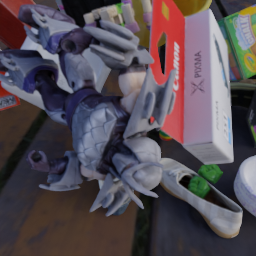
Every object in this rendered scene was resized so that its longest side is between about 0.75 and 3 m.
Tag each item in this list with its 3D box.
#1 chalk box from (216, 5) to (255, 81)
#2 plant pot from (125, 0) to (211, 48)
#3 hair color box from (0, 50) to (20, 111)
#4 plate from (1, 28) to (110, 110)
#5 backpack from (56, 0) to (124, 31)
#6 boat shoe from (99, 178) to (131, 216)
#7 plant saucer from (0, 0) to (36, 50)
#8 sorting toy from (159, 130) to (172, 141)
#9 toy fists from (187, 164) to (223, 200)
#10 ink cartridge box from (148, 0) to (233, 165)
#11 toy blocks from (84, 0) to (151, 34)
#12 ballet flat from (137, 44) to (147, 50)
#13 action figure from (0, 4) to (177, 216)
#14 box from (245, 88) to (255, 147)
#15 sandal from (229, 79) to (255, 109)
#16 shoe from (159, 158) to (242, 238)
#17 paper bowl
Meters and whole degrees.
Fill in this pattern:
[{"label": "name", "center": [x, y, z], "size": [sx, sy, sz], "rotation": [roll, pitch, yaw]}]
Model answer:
[{"label": "chalk box", "center": [2.710, -2.044, 6.887], "size": [2.359, 1.467, 1.460], "rotation": [-27, 12, -10]}, {"label": "plant pot", "center": [0.889, -3.497, 8.125], "size": [2.297, 2.161, 2.297], "rotation": [3, 75, -13]}, {"label": "hair color box", "center": [-2.785, -1.330, 5.629], "size": [0.570, 1.860, 0.944], "rotation": [-22, 22, -18]}, {"label": "plate", "center": [-1.180, -1.093, 5.308], "size": [0.282, 1.739, 1.743], "rotation": [-8, 56, 55]}, {"label": "backpack", "center": [-1.080, -4.006, 8.639], "size": [2.388, 2.861, 1.811], "rotation": [-13, 42, 7]}, {"label": "boat shoe", "center": [-0.310, 0.794, 6.713], "size": [0.991, 0.819, 2.647], "rotation": [-4, 41, -9]}, {"label": "plant saucer", "center": [-2.962, -2.650, 7.083], "size": [2.561, 2.566, 0.471], "rotation": [15, 74, 36]}, {"label": "sorting toy", "center": [1.537, -0.334, 8.479], "size": [2.267, 0.383, 1.093], "rotation": [-29, 47, -31]}, {"label": "toy fists", "center": [1.656, 1.127, 6.124], "size": [0.446, 0.301, 0.874], "rotation": [35, 77, 28]}, {"label": "ink cartridge box", "center": [1.121, -0.878, 4.588], "size": [0.559, 2.205, 2.502], "rotation": [-10, 65, 32]}, {"label": "toy blocks", "center": [-0.142, -1.985, 5.828], "size": [1.274, 1.072, 1.190], "rotation": [0, 32, 30]}, {"label": "ballet flat", "center": [0.678, -4.066, 12.780], "size": [0.933, 0.933, 2.554], "rotation": [21, 43, 24]}, {"label": "action figure", "center": [-0.545, -0.278, 2.790], "size": [0.936, 1.756, 2.698], "rotation": [8, 31, -46]}, {"label": "box", "center": [4.476, -0.244, 7.720], "size": [1.923, 1.195, 1.428], "rotation": [5, 39, 5]}, {"label": "sandal", "center": [3.785, -1.154, 8.827], "size": [2.824, 1.121, 0.806], "rotation": [11, 57, 15]}, {"label": "shoe", "center": [1.486, 1.316, 6.193], "size": [0.839, 0.640, 2.399], "rotation": [-25, 45, -28]}, {"label": "paper bowl", "center": [3.078, 1.372, 5.988], "size": [1.547, 0.805, 1.547], "rotation": [0, 38, 0]}]
